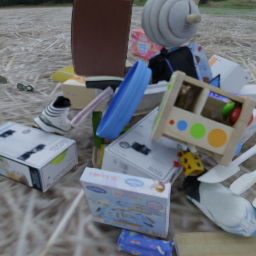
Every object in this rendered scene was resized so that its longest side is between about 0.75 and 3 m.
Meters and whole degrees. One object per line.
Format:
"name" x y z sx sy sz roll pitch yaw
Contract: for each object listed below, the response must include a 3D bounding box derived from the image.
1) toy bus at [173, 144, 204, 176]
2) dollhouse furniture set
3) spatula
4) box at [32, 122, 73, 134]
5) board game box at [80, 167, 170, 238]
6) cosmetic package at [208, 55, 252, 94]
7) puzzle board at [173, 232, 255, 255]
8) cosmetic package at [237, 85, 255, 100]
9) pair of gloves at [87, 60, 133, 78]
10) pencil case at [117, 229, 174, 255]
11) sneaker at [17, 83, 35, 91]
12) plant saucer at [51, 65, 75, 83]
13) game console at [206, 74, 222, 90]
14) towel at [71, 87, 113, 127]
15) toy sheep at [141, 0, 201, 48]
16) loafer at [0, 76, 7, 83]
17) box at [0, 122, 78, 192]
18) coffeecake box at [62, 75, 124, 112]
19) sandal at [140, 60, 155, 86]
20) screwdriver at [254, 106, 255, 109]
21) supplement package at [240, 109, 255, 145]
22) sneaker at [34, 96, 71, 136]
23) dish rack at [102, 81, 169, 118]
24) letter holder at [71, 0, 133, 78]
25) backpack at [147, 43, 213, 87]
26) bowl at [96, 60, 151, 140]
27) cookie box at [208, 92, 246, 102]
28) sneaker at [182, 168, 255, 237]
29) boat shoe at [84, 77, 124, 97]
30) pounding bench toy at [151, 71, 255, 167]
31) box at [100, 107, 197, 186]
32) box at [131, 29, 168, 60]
"toy bus" 1.328 0.655 5.939 0.724 0.374 0.683 40 43 -1
"dollhouse furniture set" -0.381 0.289 7.514 1.140 0.873 1.740 -2 29 -4
"spatula" 2.792 0.794 5.565 2.372 0.190 1.649 -23 20 -30
"box" -2.353 -0.079 8.877 0.847 0.110 1.036 21 29 34
"board game box" -0.003 1.354 4.961 1.455 1.451 0.299 9 47 14
"cosmetic package" 3.526 -1.953 10.599 0.786 1.118 2.205 36 15 -19
"puzzle board" 2.110 2.415 4.341 2.501 0.218 1.885 -2 30 -2
"cosmetic package" 4.885 -1.208 10.558 2.254 0.571 0.930 -2 27 -3
"pair of gloves" -0.562 -2.023 10.336 2.055 0.360 1.748 -14 37 -24
"pencil case" 0.284 2.035 4.817 0.963 0.418 0.376 9 73 17
"sneaker" -4.310 -1.726 11.887 0.845 0.325 0.374 13 16 14
"plant saucer" -2.311 -2.570 13.184 1.922 0.466 1.922 20 35 33
"game console" 2.748 -1.046 8.796 0.988 0.584 0.843 -37 80 -20
"towel" -1.023 -0.539 7.712 1.387 0.234 1.453 -43 8 -6
"toy sheep" 1.305 -3.324 8.437 1.855 1.855 2.691 -9 20 -16
"loafer" -5.936 -2.285 12.786 0.964 0.336 0.362 11 31 19
"box" -2.595 0.632 7.075 2.312 0.695 1.348 15 32 25
"coffeecake box" -1.011 -1.616 10.916 1.998 0.951 2.603 8 29 15
"sandal" 0.945 -2.278 11.797 0.432 1.598 0.642 -9 52 46
"screwdriver" 5.689 -0.925 10.179 2.860 0.399 0.416 -10 60 -12
"supplement package" 3.209 -0.141 8.463 1.011 0.720 1.299 23 36 36
"sneaker" -1.752 -0.335 7.598 0.622 0.948 1.647 45 7 8
"dish rack" 0.291 -0.878 8.844 2.258 1.938 0.492 -11 76 -22
"letter holder" -0.975 -3.055 9.133 1.796 2.527 1.271 -2 35 -13
"backpack" 1.733 -1.834 9.840 1.923 2.496 2.378 -26 21 -13
"bowl" -0.100 -0.619 6.623 0.396 2.015 2.015 29 27 -10
"cookie box" 2.321 -0.532 7.770 1.475 0.554 1.261 20 50 21
"sneaker" 1.773 1.456 5.689 0.756 0.762 2.103 -43 22 0
"boat shoe" -0.330 -1.266 8.894 2.306 0.723 0.844 -2 12 -38
"pounding bench toy" 1.582 -0.286 6.273 1.742 1.387 2.233 20 11 1
"box" 0.711 0.537 6.859 1.529 0.788 2.622 27 37 20
"box" 1.409 -4.865 16.385 1.327 1.438 2.803 -16 34 -26
